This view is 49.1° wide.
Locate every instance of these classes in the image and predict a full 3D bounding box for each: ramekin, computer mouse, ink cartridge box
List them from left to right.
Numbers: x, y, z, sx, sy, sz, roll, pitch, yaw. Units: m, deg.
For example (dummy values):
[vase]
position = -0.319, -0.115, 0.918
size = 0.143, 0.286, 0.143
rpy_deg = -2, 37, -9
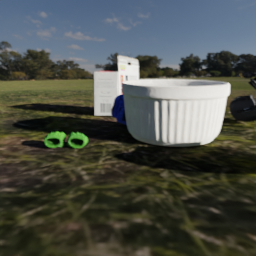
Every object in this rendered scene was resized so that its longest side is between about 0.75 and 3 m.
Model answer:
[ink cartridge box]
position = -0.459, -1.940, 12.915
size = 1.203, 2.518, 2.868
rpy_deg = 3, 10, 18
[ramekin]
position = 1.189, -0.485, 7.362
size = 2.733, 1.435, 2.733
rpy_deg = 0, 13, 0
[computer mouse]
position = 3.990, -0.988, 9.750
size = 0.594, 1.813, 2.582
rpy_deg = -21, 7, -2

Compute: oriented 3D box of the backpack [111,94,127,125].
[backpack]
position = 0.018, -0.775, 9.394
size = 1.003, 1.196, 0.972
rpy_deg = 20, 18, 2

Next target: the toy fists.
[toy fists]
position = -1.438, 0.287, 6.501
size = 0.990, 0.340, 0.504
rpy_deg = 1, 17, -5
